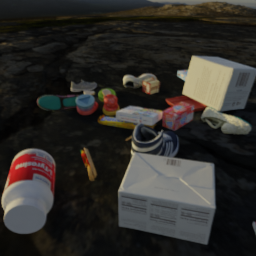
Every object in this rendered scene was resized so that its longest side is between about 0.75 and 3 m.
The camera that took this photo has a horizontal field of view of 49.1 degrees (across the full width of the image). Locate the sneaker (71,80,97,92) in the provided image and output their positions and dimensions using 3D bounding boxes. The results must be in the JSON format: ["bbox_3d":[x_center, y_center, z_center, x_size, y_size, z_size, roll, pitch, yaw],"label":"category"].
[{"bbox_3d":[-2.383,-2.314,15.116,1.443,0.592,0.539,-13,31,-22],"label":"sneaker"}]

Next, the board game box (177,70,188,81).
[{"bbox_3d":[4.087,-2.993,16.606,1.568,0.379,2.073,-9,29,-16],"label":"board game box"}]

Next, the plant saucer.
[{"bbox_3d":[2.739,-1.083,13.174,1.477,0.272,1.480,-12,31,-22],"label":"plant saucer"}]

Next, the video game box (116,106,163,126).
[{"bbox_3d":[0.502,-0.527,11.619,1.538,0.395,1.688,8,14,19],"label":"video game box"}]

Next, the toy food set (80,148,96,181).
[{"bbox_3d":[-1.180,1.073,8.356,0.239,0.980,0.970,-20,7,-10],"label":"toy food set"}]

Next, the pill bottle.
[{"bbox_3d":[-2.527,1.576,7.227,1.203,1.203,2.142,-5,29,-10],"label":"pill bottle"}]

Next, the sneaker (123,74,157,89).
[{"bbox_3d":[0.633,-2.473,15.459,1.894,0.717,0.871,-4,35,9],"label":"sneaker"}]

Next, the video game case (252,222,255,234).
[{"bbox_3d":[3.679,2.612,6.450,1.327,0.116,0.949,3,28,6],"label":"video game case"}]

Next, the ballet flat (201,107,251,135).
[{"bbox_3d":[3.803,-0.149,11.170,0.797,0.797,2.221,-16,29,-27],"label":"ballet flat"}]

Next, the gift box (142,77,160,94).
[{"bbox_3d":[1.243,-2.260,14.858,0.730,0.782,0.722,-21,40,-36],"label":"gift box"}]

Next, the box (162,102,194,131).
[{"bbox_3d":[2.088,-0.500,11.638,0.652,0.706,1.377,24,37,38],"label":"box"}]

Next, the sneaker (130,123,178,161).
[{"bbox_3d":[0.958,0.381,9.114,0.979,1.515,2.792,16,32,27],"label":"sneaker"}]

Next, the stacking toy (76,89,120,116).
[{"bbox_3d":[-1.381,-1.420,12.712,1.962,0.829,1.776,-2,46,0],"label":"stacking toy"}]

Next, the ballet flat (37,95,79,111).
[{"bbox_3d":[-3.159,-1.183,13.032,2.141,0.740,0.762,-7,8,-25],"label":"ballet flat"}]

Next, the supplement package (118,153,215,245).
[{"bbox_3d":[0.993,1.673,7.044,2.138,1.185,1.665,8,30,12],"label":"supplement package"}]

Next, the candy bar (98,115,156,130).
[{"bbox_3d":[-0.096,-0.183,11.501,2.442,0.271,0.609,9,28,15],"label":"candy bar"}]

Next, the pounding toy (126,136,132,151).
[{"bbox_3d":[0.192,0.651,9.744,0.552,0.551,0.963,5,48,9],"label":"pounding toy"}]

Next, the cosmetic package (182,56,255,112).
[{"bbox_3d":[4.184,-2.108,12.977,1.944,1.932,2.323,-7,29,-34],"label":"cosmetic package"}]
